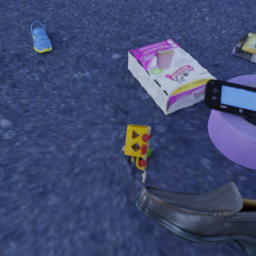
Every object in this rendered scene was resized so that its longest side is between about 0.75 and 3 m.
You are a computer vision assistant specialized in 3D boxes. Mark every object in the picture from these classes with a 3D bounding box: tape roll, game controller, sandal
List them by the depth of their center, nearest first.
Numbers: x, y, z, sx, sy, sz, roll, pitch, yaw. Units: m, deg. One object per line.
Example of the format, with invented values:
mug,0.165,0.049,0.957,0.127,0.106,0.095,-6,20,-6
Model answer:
game controller,2.464,-0.609,6.171,1.582,0.333,0.825,13,52,4
tape roll,3.120,-0.188,6.616,2.257,0.959,2.257,0,49,0
sandal,-2.942,-3.043,9.324,0.563,0.616,1.415,-19,54,-18

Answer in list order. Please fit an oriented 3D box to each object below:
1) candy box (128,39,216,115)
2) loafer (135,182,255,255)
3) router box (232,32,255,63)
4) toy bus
candy box,1.166,-1.546,7.968,1.545,0.691,2.265,-21,53,-17
loafer,1.554,1.364,4.736,2.849,1.030,1.037,16,9,-8
router box,4.077,-2.641,9.163,0.920,0.305,1.170,28,55,22
toy bus,0.176,0.443,6.036,0.565,1.032,1.094,8,51,11
